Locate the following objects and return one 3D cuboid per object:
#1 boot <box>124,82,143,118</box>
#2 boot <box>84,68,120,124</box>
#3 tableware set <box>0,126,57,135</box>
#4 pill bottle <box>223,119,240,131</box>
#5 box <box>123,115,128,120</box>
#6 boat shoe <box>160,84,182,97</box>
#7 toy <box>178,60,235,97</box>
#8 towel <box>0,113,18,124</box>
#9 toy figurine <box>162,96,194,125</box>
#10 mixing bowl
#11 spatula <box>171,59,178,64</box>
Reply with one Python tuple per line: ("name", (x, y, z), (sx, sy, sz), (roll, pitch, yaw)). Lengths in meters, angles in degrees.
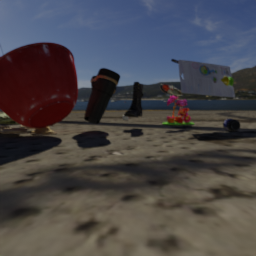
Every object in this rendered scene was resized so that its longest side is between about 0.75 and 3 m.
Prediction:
("boot", (0.255, -1.123, 11.010), (0.545, 1.370, 1.574), (5, 8, 16))
("boot", (-1.199, -0.949, 10.524), (1.075, 1.919, 2.775), (20, -9, -4))
("tableware set", (-3.403, 0.073, 9.108), (1.735, 0.241, 2.077), (-3, 7, -38))
("pill bottle", (3.689, -0.101, 9.952), (0.430, 0.430, 0.768), (0, 4, 2))
("box", (-0.156, -0.639, 17.425), (0.311, 0.259, 0.758), (0, 5, -5))
("boat shoe", (1.875, -1.634, 12.190), (1.078, 0.384, 0.337), (21, -5, -27))
("toy", (3.229, -1.976, 11.856), (2.542, 1.464, 0.600), (1, -16, -15))
("towel", (-5.531, -0.545, 14.677), (2.153, 0.530, 2.903), (4, 6, 31))
("toy figurine", (2.371, -0.853, 13.145), (1.525, 1.404, 1.145), (1, 5, 1))
("mixing bowl", (-2.574, -0.987, 8.327), (2.825, 1.530, 2.825), (-29, -15, -8))
("spatula", (2.328, -2.843, 12.335), (1.230, 0.348, 0.126), (7, 20, -40))
